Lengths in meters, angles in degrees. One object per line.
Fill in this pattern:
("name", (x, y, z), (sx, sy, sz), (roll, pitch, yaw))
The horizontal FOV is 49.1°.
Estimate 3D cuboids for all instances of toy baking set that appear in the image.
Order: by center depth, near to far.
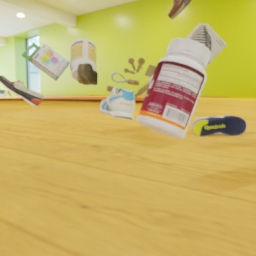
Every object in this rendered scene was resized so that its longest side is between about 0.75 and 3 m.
("toy baking set", (0.235, -2.231, 12.979), (1.847, 2.406, 0.280), (40, 18, -30))

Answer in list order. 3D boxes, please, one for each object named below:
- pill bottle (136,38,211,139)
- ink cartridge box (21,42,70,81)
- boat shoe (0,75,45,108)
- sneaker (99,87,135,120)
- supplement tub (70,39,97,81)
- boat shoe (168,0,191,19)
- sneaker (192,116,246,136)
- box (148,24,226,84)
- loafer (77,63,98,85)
("pill bottle", (1.044, -0.868, 6.262), (1.144, 2.004, 1.144), (21, -4, 2))
("ink cartridge box", (-3.691, -3.083, 12.558), (1.871, 0.971, 0.555), (36, -26, -14))
("boat shoe", (-3.040, -1.107, 7.957), (1.334, 0.417, 0.475), (35, 4, -18))
("sneaker", (-0.401, -1.041, 11.499), (1.100, 1.162, 2.877), (8, 5, -22))
("supplement tub", (-2.120, -3.168, 13.279), (1.249, 1.718, 1.249), (-3, -26, -1))
("boat shoe", (0.861, -2.095, 4.391), (0.333, 0.315, 0.878), (-52, 4, -35))
("sneaker", (4.455, -0.146, 13.868), (2.691, 0.995, 1.107), (0, 8, -3))
("box", (1.972, -2.210, 9.667), (1.089, 2.652, 0.907), (38, 11, -16))
("loafer", (-1.782, -2.130, 11.612), (0.737, 0.831, 2.186), (-2, -3, 5))
